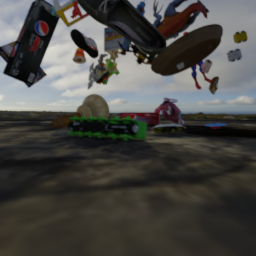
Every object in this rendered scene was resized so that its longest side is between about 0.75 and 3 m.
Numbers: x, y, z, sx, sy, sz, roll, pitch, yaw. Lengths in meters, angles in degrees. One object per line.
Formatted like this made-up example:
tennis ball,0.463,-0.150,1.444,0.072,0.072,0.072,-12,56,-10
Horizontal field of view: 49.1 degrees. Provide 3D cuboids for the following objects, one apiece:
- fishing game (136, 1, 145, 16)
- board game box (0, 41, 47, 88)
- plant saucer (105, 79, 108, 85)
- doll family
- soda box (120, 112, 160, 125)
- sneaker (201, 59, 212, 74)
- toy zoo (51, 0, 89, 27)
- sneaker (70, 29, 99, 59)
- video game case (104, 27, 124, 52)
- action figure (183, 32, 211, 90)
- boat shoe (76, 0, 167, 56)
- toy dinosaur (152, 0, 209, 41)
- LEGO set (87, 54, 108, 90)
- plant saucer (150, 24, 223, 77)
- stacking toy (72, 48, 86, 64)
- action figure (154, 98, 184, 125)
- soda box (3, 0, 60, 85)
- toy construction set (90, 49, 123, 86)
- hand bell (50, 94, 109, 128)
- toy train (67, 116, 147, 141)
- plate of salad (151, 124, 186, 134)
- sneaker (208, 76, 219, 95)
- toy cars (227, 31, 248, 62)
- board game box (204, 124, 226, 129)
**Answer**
fishing game,0.406,-3.789,9.674,0.245,1.574,1.127,22,14,14
board game box,-4.519,-2.765,12.054,0.334,1.931,1.308,-30,17,27
plant saucer,-1.197,-2.958,16.410,0.086,0.911,0.318,15,4,-29
doll family,0.362,-3.061,11.307,0.685,1.746,1.009,-41,-10,-24
soda box,0.656,-0.528,15.659,2.181,0.691,0.763,0,2,12
sneaker,3.177,-2.539,11.240,0.354,0.492,0.941,19,29,4
toy zoo,-1.596,-3.800,8.438,1.640,1.076,0.168,-25,8,12
sneaker,-1.994,-3.935,12.708,0.559,0.898,1.675,-34,-50,20
video game case,-0.623,-4.152,12.896,1.023,1.431,0.125,-9,-27,12
action figure,3.210,-2.950,12.592,0.962,2.947,1.459,-34,35,-1
boat shoe,-0.090,-2.790,7.083,2.690,0.899,0.767,32,3,-21
toy dinosaur,0.988,-3.028,8.072,2.309,1.336,2.545,-37,12,27
LEGO set,-1.287,-2.425,11.983,0.392,1.192,1.595,12,-21,-26
plant saucer,1.992,-2.459,9.343,2.625,0.387,2.625,-25,-9,-4
stacking toy,-2.243,-3.465,12.943,0.649,0.888,0.649,-1,-15,0
action figure,2.534,-1.111,16.342,1.833,2.038,2.736,7,-9,19
soda box,-3.548,-3.146,10.360,0.939,2.965,1.049,24,-2,-36
toy construction set,-0.983,-3.097,14.037,1.852,1.301,2.824,-39,-7,-21
hand bell,-2.139,-0.478,11.490,1.481,1.481,2.844,1,14,29
toy train,-0.507,0.008,5.894,0.610,0.452,2.164,12,-7,-44
plate of salad,1.031,0.053,7.191,0.893,0.215,0.893,-1,-8,0
sneaker,3.459,-1.698,11.216,0.295,0.788,0.355,8,-29,45
toy cars,4.515,-3.414,11.805,0.835,1.862,0.412,36,-23,-29
board game box,3.235,-0.036,10.341,0.786,0.153,0.621,-6,8,-14
